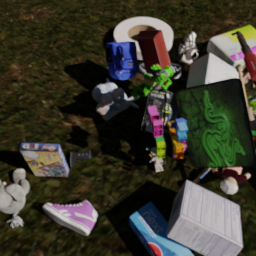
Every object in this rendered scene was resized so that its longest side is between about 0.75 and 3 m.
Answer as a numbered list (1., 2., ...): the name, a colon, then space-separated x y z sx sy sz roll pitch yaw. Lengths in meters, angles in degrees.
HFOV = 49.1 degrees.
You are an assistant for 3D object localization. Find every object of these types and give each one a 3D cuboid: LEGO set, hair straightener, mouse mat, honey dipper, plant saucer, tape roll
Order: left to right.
1. tape roll: 0.751 -4.524 14.059 3.008 0.550 3.008 0 53 0
2. LEGO set: 0.803 1.018 9.132 0.207 0.843 0.630 -34 38 4
3. plant saucer: 0.945 -2.746 10.685 0.341 1.855 1.859 -25 25 -13
4. LEGO set: 1.286 0.190 9.284 1.132 2.969 1.218 -11 55 -2
5. mouse mat: 2.548 -0.029 8.327 2.102 2.612 0.098 -8 11 40
6. honey dipper: 3.238 -0.952 7.804 0.292 0.292 1.538 -15 100 -11
7. hair straightener: 4.590 -2.680 10.760 0.545 1.025 2.663 -30 56 24

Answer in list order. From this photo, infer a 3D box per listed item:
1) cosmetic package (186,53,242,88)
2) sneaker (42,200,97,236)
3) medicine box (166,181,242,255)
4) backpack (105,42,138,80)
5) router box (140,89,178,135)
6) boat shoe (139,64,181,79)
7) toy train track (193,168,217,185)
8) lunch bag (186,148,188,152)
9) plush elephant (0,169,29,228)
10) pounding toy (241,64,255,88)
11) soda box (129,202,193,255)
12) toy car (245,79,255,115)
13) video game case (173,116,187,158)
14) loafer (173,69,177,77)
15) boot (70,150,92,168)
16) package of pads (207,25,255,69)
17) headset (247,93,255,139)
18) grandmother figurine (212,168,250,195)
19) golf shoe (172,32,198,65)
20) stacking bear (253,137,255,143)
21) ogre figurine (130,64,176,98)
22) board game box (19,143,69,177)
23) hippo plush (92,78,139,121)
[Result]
1. cosmetic package: 2.968 -1.377 9.701 1.656 1.021 1.661 22 68 -25
2. sneaker: -1.836 2.685 9.108 1.738 0.630 0.991 24 52 7
3. medicine box: 2.256 2.727 8.246 1.853 0.954 1.688 26 29 6
4. backpack: -0.222 -2.657 11.252 1.202 1.479 1.241 -11 22 -23
5. router box: 1.252 -0.549 10.153 0.628 2.021 1.515 14 95 25
6. boat shoe: 1.467 -2.756 12.829 1.945 0.659 0.698 13 56 9
7. toy train track: 2.766 1.443 9.491 0.235 1.447 0.830 35 21 -10
8. lunch bag: 2.666 0.415 10.445 0.936 0.911 1.378 7 57 -14
9. plush elephant: -3.976 2.122 8.884 1.605 1.508 1.948 -25 59 -17
10. pounding toy: 5.277 -2.253 12.333 1.573 0.900 0.903 -35 62 -21
11. soda box: 1.104 3.548 8.311 0.866 0.819 2.553 -31 60 -20
12. toy car: 4.807 -0.965 10.307 1.446 1.506 1.833 -15 40 12
13. video game case: 2.012 0.077 10.220 0.301 1.680 1.523 11 55 -4
14. loafer: 1.432 -2.150 10.842 0.398 0.411 1.172 -44 35 -17
15. boot: -1.741 1.151 10.361 0.782 0.257 0.645 -2 57 -7
16. package of pads: 5.358 -3.810 13.430 2.596 0.885 2.006 -22 58 -15
17. headset: 4.043 -0.327 8.992 0.766 1.630 1.007 -38 34 -2
18. grandmother figurine: 3.434 1.518 9.409 1.215 0.607 2.004 -3 23 25
19. golf shoe: 2.963 -3.822 13.624 1.026 0.844 2.172 34 58 -3
20. stacking bear: 5.114 0.287 10.630 1.570 0.953 0.893 6 48 13
21. ogre figurine: 0.836 -1.490 8.951 1.044 1.742 0.854 -36 76 -30
22. board game box: -2.753 1.120 9.422 1.211 1.788 0.309 2 55 1
23. hippo plush: -0.684 -1.402 11.392 1.843 1.468 1.482 -25 59 -16
